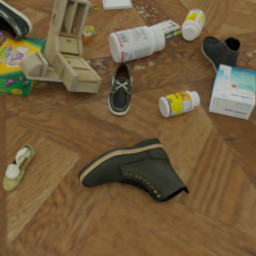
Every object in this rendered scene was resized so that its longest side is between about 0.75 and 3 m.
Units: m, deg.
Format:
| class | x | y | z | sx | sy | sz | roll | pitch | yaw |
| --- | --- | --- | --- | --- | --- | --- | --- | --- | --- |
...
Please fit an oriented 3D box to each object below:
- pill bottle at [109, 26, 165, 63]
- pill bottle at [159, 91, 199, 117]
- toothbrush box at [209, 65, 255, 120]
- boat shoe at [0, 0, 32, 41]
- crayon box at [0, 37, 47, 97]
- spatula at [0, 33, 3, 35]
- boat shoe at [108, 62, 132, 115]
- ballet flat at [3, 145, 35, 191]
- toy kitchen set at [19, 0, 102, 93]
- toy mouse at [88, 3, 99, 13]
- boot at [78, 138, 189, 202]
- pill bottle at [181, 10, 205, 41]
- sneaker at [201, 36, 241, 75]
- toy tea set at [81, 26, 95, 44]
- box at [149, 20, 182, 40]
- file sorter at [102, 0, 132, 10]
| class | x | y | z | sx | sy | sz | roll | pitch | yaw |
| --- | --- | --- | --- | --- | --- | --- | --- | --- | --- |
| pill bottle | 0.352 | -3.357 | 11.133 | 2.014 | 1.142 | 1.142 | -17 | 51 | -15 |
| pill bottle | 1.691 | -0.812 | 9.233 | 1.236 | 0.675 | 0.675 | -16 | 51 | -14 |
| toothbrush box | 3.583 | -1.252 | 9.569 | 1.288 | 0.750 | 1.759 | 14 | 52 | 12 |
| boat shoe | -5.166 | -4.329 | 10.533 | 2.920 | 1.049 | 0.987 | 31 | 55 | -7 |
| crayon box | -4.140 | -2.364 | 10.500 | 1.578 | 0.774 | 2.658 | 6 | 49 | 5 |
| spatula | -5.435 | -4.183 | 12.527 | 1.142 | 0.117 | 0.323 | 25 | 55 | 19 |
| boat shoe | -0.271 | -1.380 | 9.705 | 0.789 | 0.743 | 2.197 | 4 | 51 | 3 |
| ballet flat | -3.066 | 1.040 | 7.774 | 0.500 | 0.500 | 1.416 | 13 | 51 | 11 |
| toy kitchen set | -2.227 | -2.900 | 9.354 | 2.233 | 2.470 | 2.737 | -3 | 39 | -37 |
| toy mouse | -1.980 | -6.009 | 14.059 | 0.866 | 0.188 | 0.974 | -15 | 51 | -13 |
| boot | 0.167 | 1.370 | 7.229 | 2.520 | 0.976 | 1.743 | -22 | 58 | -17 |
| pill bottle | 2.856 | -4.494 | 12.320 | 0.833 | 0.833 | 1.525 | 17 | 51 | 14 |
| sneaker | 3.639 | -3.153 | 10.824 | 0.937 | 1.331 | 2.507 | -8 | 50 | -7 |
| toy tea set | -2.153 | -4.533 | 12.424 | 1.162 | 0.723 | 1.954 | -35 | 58 | -27 |
| box | 1.470 | -4.260 | 12.471 | 1.690 | 0.293 | 0.930 | -27 | 54 | -21 |
| file sorter | -0.651 | -7.183 | 14.371 | 1.415 | 1.269 | 2.039 | -6 | 50 | -5 |
